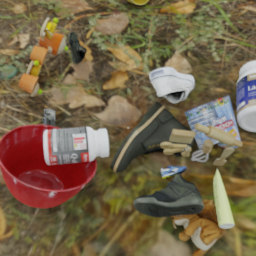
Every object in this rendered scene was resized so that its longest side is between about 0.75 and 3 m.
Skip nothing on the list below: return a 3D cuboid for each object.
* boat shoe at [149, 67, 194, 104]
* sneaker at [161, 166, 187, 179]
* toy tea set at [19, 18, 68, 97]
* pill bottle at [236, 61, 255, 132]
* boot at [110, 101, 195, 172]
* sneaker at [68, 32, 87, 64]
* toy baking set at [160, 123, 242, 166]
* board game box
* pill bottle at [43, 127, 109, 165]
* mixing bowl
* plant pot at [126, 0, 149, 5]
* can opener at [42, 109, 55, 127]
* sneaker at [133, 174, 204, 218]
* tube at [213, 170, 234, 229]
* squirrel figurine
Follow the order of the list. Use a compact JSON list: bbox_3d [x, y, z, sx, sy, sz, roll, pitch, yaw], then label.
[{"bbox_3d":[1.512,-1.259,9.249,1.033,2.808,0.918,-16,83,33],"label":"boat shoe"},{"bbox_3d":[1.413,1.313,8.716,0.848,0.314,0.349,-14,58,-9],"label":"sneaker"},{"bbox_3d":[-2.956,-2.437,10.190,1.050,1.687,2.837,22,89,-17],"label":"toy tea set"},{"bbox_3d":[4.363,-1.107,9.490,1.320,1.320,2.280,9,57,6],"label":"pill bottle"},{"bbox_3d":[0.899,0.651,8.783,1.889,1.058,2.731,36,73,7],"label":"boot"},{"bbox_3d":[-1.927,-3.153,10.800,0.473,0.709,1.237,-6,86,-43],"label":"sneaker"},{"bbox_3d":[2.123,0.516,7.998,2.591,1.989,0.301,17,62,-22],"label":"toy baking set"},{"bbox_3d":[2.816,0.000,8.852,1.666,0.514,1.665,-20,84,-30],"label":"board game box"},{"bbox_3d":[-1.423,0.479,7.751,1.690,0.979,0.979,-5,59,-10],"label":"pill bottle"},{"bbox_3d":[-2.331,1.246,7.838,2.630,1.424,2.630,18,29,-11],"label":"mixing bowl"},{"bbox_3d":[0.147,-6.497,12.748,1.689,1.689,1.199,-44,41,-22],"label":"plant pot"},{"bbox_3d":[-2.662,-0.088,9.372,0.375,0.470,1.407,11,43,-24],"label":"can opener"},{"bbox_3d":[1.047,1.826,7.584,1.796,0.687,1.029,-7,37,6],"label":"sneaker"},{"bbox_3d":[2.497,1.891,7.528,0.393,0.440,1.515,26,44,-28],"label":"tube"},{"bbox_3d":[1.910,2.582,7.726,1.418,1.004,1.324,-25,51,-30],"label":"squirrel figurine"}]
